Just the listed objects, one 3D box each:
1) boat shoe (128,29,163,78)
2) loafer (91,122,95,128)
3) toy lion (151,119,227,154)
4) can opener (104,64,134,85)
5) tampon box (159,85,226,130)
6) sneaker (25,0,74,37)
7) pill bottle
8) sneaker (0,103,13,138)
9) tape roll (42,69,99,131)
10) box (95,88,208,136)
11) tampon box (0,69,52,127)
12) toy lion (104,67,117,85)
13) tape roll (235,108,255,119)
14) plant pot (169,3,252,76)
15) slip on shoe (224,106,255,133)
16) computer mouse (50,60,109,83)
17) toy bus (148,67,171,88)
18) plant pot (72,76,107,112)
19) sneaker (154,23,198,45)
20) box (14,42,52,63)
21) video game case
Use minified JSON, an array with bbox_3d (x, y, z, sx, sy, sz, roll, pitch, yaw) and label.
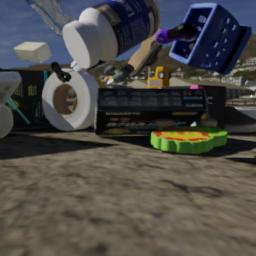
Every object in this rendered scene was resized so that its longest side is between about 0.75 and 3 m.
[{"bbox_3d":[0.912,-3.333,12.973,1.034,2.876,0.932,2,-35,45],"label":"boat shoe"},{"bbox_3d":[-1.287,-0.332,11.120,0.524,0.523,1.498,-1,6,-11],"label":"loafer"},{"bbox_3d":[1.331,0.203,6.049,1.732,0.595,1.660,0,12,-7],"label":"toy lion"},{"bbox_3d":[-0.343,-1.561,7.914,0.524,0.418,1.569,44,-14,-14],"label":"can opener"},{"bbox_3d":[2.071,-0.656,9.421,1.249,1.483,1.978,-3,6,-29],"label":"tampon box"},{"bbox_3d":[-2.287,-3.505,7.736,1.879,0.814,0.704,44,7,-22],"label":"sneaker"},{"bbox_3d":[-0.312,-2.021,5.698,1.871,1.083,1.083,-38,23,-24],"label":"pill bottle"},{"bbox_3d":[-4.133,-0.168,6.947,1.148,1.036,2.802,6,6,17],"label":"sneaker"},{"bbox_3d":[-1.924,-0.930,9.489,2.067,2.067,0.723,3,7,27],"label":"tape roll"},{"bbox_3d":[0.446,-0.355,7.333,2.606,0.599,2.071,-1,-17,-8],"label":"box"},{"bbox_3d":[-4.601,-1.165,11.029,2.890,2.166,1.825,-3,6,-25],"label":"tampon box"},{"bbox_3d":[-0.770,-2.681,14.137,0.306,0.854,0.891,24,4,-41],"label":"toy lion"},{"bbox_3d":[4.611,-0.504,12.132,1.917,0.671,1.917,0,6,0],"label":"tape roll"},{"bbox_3d":[2.644,-2.747,8.977,1.669,1.856,1.856,17,19,-18],"label":"plant pot"},{"bbox_3d":[3.461,-0.341,9.548,1.062,0.846,2.792,-2,6,-18],"label":"slip on shoe"},{"bbox_3d":[-1.135,-1.600,6.854,1.428,0.313,0.783,-27,50,-15],"label":"computer mouse"},{"bbox_3d":[1.735,-1.948,15.741,1.102,2.815,0.916,4,7,35],"label":"toy bus"},{"bbox_3d":[-1.699,-1.410,15.262,1.640,2.310,2.310,33,10,5],"label":"plant pot"},{"bbox_3d":[1.271,-2.494,7.269,1.158,0.402,0.576,-10,-6,-6],"label":"sneaker"},{"bbox_3d":[-3.581,-2.847,10.510,1.539,0.526,0.632,18,50,40],"label":"box"},{"bbox_3d":[-4.405,-0.564,7.163,2.480,0.312,2.725,-16,-12,-46],"label":"video game case"}]
